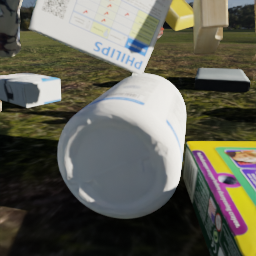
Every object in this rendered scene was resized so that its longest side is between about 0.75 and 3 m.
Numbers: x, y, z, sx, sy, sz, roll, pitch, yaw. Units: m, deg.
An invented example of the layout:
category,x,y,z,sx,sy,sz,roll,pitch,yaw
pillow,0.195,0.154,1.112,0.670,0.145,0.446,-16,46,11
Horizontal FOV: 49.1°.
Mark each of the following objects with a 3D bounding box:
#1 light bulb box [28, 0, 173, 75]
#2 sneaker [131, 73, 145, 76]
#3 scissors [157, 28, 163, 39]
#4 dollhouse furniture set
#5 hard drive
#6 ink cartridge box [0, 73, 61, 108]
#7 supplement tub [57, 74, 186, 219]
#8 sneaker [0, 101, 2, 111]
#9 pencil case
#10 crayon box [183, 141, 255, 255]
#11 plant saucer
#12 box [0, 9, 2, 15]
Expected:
category,x,y,z,sx,sy,sz,roll,pitch,yaw
light bulb box,-0.498,-2.805,5.934,2.484,2.506,1.564,19,13,-21
sneaker,0.744,-2.119,12.074,0.916,0.601,1.592,6,19,22
scissors,0.813,-3.079,10.104,0.089,1.280,0.468,46,5,8
dollhouse furniture set,2.938,-2.521,5.914,2.950,2.710,1.919,-1,-2,10
hard drive,4.079,-2.173,12.385,2.078,0.490,2.978,5,21,14
ink cartridge box,-3.471,-1.348,9.669,1.907,0.798,1.383,16,25,36
supplement tub,0.100,0.091,4.548,1.640,1.640,2.486,5,19,13
sneaker,-2.115,-0.313,3.189,1.313,0.463,0.496,18,18,2
pencil case,-3.400,-3.376,7.711,1.036,2.662,1.191,14,35,-11
crayon box,2.024,0.977,3.396,2.224,0.751,2.578,1,20,0
plant saucer,1.530,-3.765,8.878,1.338,0.324,1.338,-29,75,-38
box,-2.984,-2.445,5.101,0.935,0.940,0.615,-1,36,3
